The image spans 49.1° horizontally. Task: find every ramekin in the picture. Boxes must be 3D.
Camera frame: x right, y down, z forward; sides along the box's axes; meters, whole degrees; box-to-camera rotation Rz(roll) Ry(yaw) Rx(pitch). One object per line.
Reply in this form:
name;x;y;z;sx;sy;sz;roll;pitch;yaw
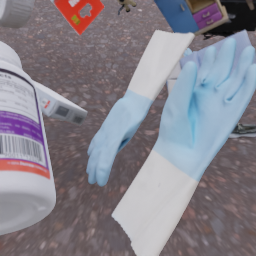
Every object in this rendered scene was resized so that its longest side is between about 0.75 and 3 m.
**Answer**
ramekin;-3.341;-3.662;7.973;0.809;1.737;1.737;2;33;-43

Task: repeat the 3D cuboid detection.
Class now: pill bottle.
pill bottle;-1.814;-0.003;3.641;1.375;1.375;2.468;-12;57;-13

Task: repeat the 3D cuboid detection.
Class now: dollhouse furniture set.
dollhouse furniture set;1.607;-1.857;5.074;2.555;1.766;2.706;-20;54;27

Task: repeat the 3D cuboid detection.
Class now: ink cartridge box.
ink cartridge box;-1.712;-0.615;5.436;1.572;1.275;0.394;28;91;17
ink cartridge box;-1.352;-3.525;6.188;0.596;2.379;1.930;-23;31;34

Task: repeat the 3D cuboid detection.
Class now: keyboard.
keyboard;2.585;-3.129;7.843;2.764;1.438;0.548;-7;63;-20

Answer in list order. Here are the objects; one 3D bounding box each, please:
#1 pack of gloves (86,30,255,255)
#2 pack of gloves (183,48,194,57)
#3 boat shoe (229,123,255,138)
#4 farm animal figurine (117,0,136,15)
pack of gloves;0.196;-0.122;3.586;0.518;2.625;2.205;26;6;-36
pack of gloves;1.923;-2.416;10.008;1.583;0.372;1.884;-6;42;-8
boat shoe;2.939;0.027;7.337;0.968;0.343;0.349;-2;42;-3
farm animal figurine;0.038;-2.586;4.442;1.354;0.681;1.094;-27;78;17
